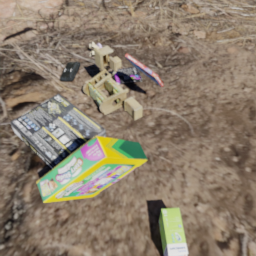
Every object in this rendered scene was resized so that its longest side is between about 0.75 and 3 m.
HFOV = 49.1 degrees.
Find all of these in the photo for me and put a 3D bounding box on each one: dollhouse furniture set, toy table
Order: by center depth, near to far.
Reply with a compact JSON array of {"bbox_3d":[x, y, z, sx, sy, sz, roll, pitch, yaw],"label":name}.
[{"bbox_3d":[-0.717,-1.665,11.409,1.406,2.237,2.529,-28,54,-21],"label":"dollhouse furniture set"},{"bbox_3d":[-1.679,-4.020,14.449,0.512,0.803,0.874,-4,38,-24],"label":"toy table"}]

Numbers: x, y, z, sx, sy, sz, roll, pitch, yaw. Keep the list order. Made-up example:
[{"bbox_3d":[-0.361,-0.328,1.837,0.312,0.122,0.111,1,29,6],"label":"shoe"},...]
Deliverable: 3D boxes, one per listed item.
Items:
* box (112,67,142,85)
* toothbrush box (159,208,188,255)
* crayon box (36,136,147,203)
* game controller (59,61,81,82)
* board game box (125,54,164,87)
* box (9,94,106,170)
[{"bbox_3d":[-0.064,-2.496,13.447,1.306,0.236,0.934,-10,51,-6],"label":"box"},{"bbox_3d":[1.276,3.140,8.141,0.562,0.950,1.304,-2,49,-2],"label":"toothbrush box"},{"bbox_3d":[-0.995,1.240,8.135,2.474,2.135,0.721,-37,64,23],"label":"crayon box"},{"bbox_3d":[-2.836,-2.753,13.683,0.757,0.306,1.452,-2,47,17],"label":"game controller"},{"bbox_3d":[0.645,-2.278,11.052,1.720,0.885,0.167,42,95,27],"label":"board game box"},{"bbox_3d":[-2.711,0.121,10.877,2.971,0.730,2.395,35,59,26],"label":"box"}]
